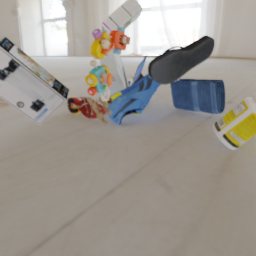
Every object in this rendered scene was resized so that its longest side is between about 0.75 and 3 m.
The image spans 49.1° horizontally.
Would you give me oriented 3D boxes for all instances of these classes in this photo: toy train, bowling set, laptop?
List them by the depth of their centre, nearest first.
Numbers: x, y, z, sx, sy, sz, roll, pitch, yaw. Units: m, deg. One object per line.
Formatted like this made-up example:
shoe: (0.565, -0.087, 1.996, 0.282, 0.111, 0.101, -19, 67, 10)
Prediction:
toy train: (-0.335, -1.400, 5.938, 0.468, 1.683, 1.264, 12, 1, 26)
bowling set: (-0.617, -0.539, 7.269, 0.614, 0.882, 0.473, -36, 50, -5)
laptop: (0.700, -1.858, 10.942, 0.780, 1.510, 1.338, -24, 22, 34)

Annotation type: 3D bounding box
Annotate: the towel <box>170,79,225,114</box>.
towel: (2.425, -1.127, 9.813, 0.502, 1.154, 2.067, -21, 21, -35)

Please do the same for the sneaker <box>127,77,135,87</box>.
sneaker: (-0.201, -1.695, 12.340, 1.311, 0.917, 2.269, -5, 20, -23)

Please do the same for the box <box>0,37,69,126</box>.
box: (-2.551, -1.065, 6.792, 1.130, 1.937, 0.582, -37, 29, 20)

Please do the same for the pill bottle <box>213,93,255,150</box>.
pill bottle: (2.813, -0.199, 6.652, 0.816, 1.427, 0.816, 32, 32, -23)

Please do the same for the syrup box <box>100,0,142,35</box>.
syrup box: (-0.208, -3.257, 8.397, 1.286, 0.524, 0.506, -42, 0, -5)

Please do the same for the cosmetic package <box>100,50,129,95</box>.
cosmetic package: (-0.464, -2.032, 10.269, 0.592, 1.727, 2.291, -16, -25, 7)

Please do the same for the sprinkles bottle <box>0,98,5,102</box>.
sprinkles bottle: (-5.602, -1.524, 11.900, 2.524, 0.861, 0.861, 6, 19, 19)

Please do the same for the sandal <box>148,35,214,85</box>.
sandal: (1.455, -1.943, 7.937, 2.523, 0.960, 0.540, -28, 50, -31)

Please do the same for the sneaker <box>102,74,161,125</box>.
sneaker: (0.431, -0.998, 9.002, 2.503, 0.981, 0.825, -34, -10, -13)

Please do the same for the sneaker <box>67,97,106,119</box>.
sneaker: (-1.356, -0.810, 9.848, 1.848, 0.719, 0.759, 19, 26, 42)
